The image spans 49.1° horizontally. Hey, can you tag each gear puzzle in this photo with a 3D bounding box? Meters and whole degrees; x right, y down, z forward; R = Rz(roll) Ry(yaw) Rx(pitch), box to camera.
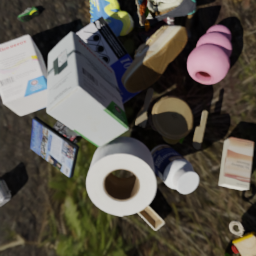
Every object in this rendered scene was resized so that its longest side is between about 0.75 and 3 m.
[{"bbox_3d":[0.571,-3.919,9.456,0.204,1.557,0.807,9,57,20],"label":"gear puzzle"}]

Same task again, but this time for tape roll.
[{"bbox_3d":[-0.171,1.333,8.010,1.896,1.302,1.896,0,109,1],"label":"tape roll"}]

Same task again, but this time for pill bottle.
[{"bbox_3d":[1.387,1.269,8.652,0.969,1.746,0.969,-8,112,-19],"label":"pill bottle"}]

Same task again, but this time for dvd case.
[{"bbox_3d":[-2.127,0.553,7.959,1.676,1.196,0.147,32,37,19],"label":"dvd case"}]

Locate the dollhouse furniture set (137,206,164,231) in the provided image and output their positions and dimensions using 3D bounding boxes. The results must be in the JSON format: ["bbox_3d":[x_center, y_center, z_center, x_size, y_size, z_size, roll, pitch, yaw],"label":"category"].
[{"bbox_3d":[0.661,2.527,8.826,1.244,1.114,1.570,-45,90,10],"label":"dollhouse furniture set"}]

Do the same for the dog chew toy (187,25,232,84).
[{"bbox_3d":[3.090,-2.781,10.256,1.473,1.473,2.366,22,69,5],"label":"dog chew toy"}]

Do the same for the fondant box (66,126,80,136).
[{"bbox_3d":[-1.360,-0.528,9.383,1.362,0.550,1.888,4,42,-16],"label":"fondant box"}]

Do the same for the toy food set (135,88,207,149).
[{"bbox_3d":[1.396,-0.274,9.081,2.257,0.453,1.558,22,74,-11],"label":"toy food set"}]

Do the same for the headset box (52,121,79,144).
[{"bbox_3d":[-2.278,0.314,9.961,0.989,0.371,0.735,33,78,8],"label":"headset box"}]

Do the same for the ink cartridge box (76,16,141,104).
[{"bbox_3d":[-0.642,-2.348,10.106,1.385,0.651,2.947,-35,91,-1],"label":"ink cartridge box"}]

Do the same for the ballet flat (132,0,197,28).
[{"bbox_3d":[1.115,-4.391,10.207,2.706,0.988,0.988,1,73,35],"label":"ballet flat"}]

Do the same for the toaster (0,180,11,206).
[{"bbox_3d":[-4.497,2.297,9.331,1.129,0.642,0.729,-35,81,-4],"label":"toaster"}]

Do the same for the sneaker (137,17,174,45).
[{"bbox_3d":[1.038,-3.869,10.759,1.378,0.903,2.386,0,77,3],"label":"sneaker"}]

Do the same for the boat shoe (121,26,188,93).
[{"bbox_3d":[0.721,-2.272,9.044,2.779,1.025,0.961,-45,51,-12],"label":"boat shoe"}]

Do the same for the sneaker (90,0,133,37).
[{"bbox_3d":[-1.127,-4.545,10.828,1.466,1.057,2.791,-40,80,-9],"label":"sneaker"}]

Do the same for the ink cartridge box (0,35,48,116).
[{"bbox_3d":[-3.709,-1.926,9.932,1.542,1.502,2.399,-20,77,-5],"label":"ink cartridge box"}]

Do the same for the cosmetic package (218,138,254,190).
[{"bbox_3d":[3.685,1.234,9.558,0.841,0.709,1.626,10,76,3],"label":"cosmetic package"}]

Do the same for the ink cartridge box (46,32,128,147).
[{"bbox_3d":[-1.210,-1.141,8.057,1.152,2.032,2.772,-34,43,19],"label":"ink cartridge box"}]

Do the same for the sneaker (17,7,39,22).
[{"bbox_3d":[-4.030,-4.548,11.233,0.895,0.349,0.381,-31,71,-16],"label":"sneaker"}]

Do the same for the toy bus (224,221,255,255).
[{"bbox_3d":[4.040,3.852,8.746,1.837,1.006,1.947,14,105,27],"label":"toy bus"}]
